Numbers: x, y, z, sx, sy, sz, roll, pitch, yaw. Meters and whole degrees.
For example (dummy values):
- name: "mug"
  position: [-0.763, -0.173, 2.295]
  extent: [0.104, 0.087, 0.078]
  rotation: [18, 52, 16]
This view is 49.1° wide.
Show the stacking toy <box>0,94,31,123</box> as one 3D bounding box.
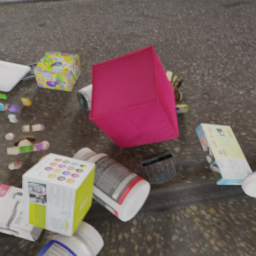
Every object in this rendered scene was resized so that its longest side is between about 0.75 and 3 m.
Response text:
- name: "stacking toy"
  position: [-5.043, -0.827, 11.694]
  extent: [1.587, 0.373, 1.197]
  rotation: [10, 46, 12]

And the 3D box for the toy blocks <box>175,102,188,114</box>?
- name: "toy blocks"
  position: [2.019, -0.781, 11.437]
  extent: [0.612, 0.447, 0.895]
  rotation: [-14, 14, -5]

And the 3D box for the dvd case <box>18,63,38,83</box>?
- name: "dvd case"
  position: [-4.860, -2.647, 13.464]
  extent: [1.421, 0.176, 1.068]
  rotation: [-19, 50, -16]

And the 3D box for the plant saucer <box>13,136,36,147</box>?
- name: "plant saucer"
  position: [-3.607, 0.462, 9.765]
  extent: [0.773, 0.773, 0.114]
  rotation: [-16, 72, -14]

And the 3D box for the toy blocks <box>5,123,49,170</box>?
- name: "toy blocks"
  position: [-3.428, 0.634, 9.789]
  extent: [1.329, 1.197, 1.423]
  rotation: [-9, 91, -2]

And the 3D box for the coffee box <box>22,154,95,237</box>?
- name: "coffee box"
  position: [-1.780, 1.703, 7.385]
  extent: [1.397, 1.413, 1.411]
  rotation: [12, 21, 9]

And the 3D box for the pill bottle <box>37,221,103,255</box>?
- name: "pill bottle"
  position: [-1.713, 3.527, 6.911]
  extent: [1.339, 1.339, 2.390]
  rotation: [25, 44, 21]

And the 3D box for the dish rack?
- name: "dish rack"
  position: [1.013, 1.314, 8.841]
  extent: [1.003, 1.308, 0.357]
  rotation: [-18, 34, 4]

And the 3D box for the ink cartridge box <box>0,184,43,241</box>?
- name: "ink cartridge box"
  position: [-3.283, 2.503, 8.350]
  extent: [1.654, 0.701, 1.204]
  rotation: [12, 48, 8]

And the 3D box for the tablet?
- name: "tablet"
  position: [-6.220, -2.564, 13.231]
  extent: [2.728, 0.186, 1.775]
  rotation: [14, 53, 17]

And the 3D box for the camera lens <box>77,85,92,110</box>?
- name: "camera lens"
  position: [-1.499, -1.331, 11.757]
  extent: [1.122, 0.898, 0.898]
  rotation: [-32, 55, -27]

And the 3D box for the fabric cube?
- name: "fabric cube"
  position: [0.237, -0.925, 9.690]
  extent: [2.351, 2.343, 2.306]
  rotation: [-13, 59, 20]

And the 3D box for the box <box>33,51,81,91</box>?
- name: "box"
  position: [-3.204, -2.624, 12.889]
  extent: [1.604, 0.978, 1.545]
  rotation: [9, 48, 7]

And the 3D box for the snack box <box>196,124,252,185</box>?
- name: "snack box"
  position: [3.288, 0.867, 9.637]
  extent: [1.299, 0.415, 2.236]
  rotation: [5, 50, -21]

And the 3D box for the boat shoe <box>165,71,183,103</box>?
- name: "boat shoe"
  position: [1.776, -1.421, 11.793]
  extent: [1.028, 1.026, 2.778]
  rotation: [18, 50, 6]

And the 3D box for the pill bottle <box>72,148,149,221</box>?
- name: "pill bottle"
  position: [-0.656, 1.643, 8.691]
  extent: [2.422, 1.341, 1.341]
  rotation: [31, 54, 25]

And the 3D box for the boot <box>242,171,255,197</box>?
- name: "boot"
  position: [4.843, 1.398, 9.285]
  extent: [2.893, 1.052, 1.307]
  rotation: [-4, 40, -14]
